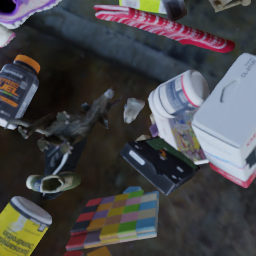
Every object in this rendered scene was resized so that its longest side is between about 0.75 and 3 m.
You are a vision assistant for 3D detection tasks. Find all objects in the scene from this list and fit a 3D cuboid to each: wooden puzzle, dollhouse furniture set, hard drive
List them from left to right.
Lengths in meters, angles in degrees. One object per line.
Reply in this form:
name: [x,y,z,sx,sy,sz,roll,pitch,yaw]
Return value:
wooden puzzle: [-0.208,1.650,5.251,1.557,2.625,0.184,-14,99,10]
dollhouse furniture set: [0.723,0.421,8.586,1.349,1.069,0.957,-40,119,11]
hard drive: [0.719,0.695,5.742,1.193,1.708,0.323,40,111,21]

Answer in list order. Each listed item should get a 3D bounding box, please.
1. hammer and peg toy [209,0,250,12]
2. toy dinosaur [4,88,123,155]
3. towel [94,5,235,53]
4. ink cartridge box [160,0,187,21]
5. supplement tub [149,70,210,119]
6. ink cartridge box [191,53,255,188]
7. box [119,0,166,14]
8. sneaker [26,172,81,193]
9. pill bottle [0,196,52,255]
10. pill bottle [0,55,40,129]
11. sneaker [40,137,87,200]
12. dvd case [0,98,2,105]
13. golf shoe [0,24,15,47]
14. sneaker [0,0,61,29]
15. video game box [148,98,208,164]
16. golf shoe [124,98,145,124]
hammer and peg toy: [2.464,-3.403,6.967,1.009,1.372,0.484,-26,43,32]
toy dinosaur: [-1.444,-0.008,6.162,2.681,1.371,1.032,-15,96,21]
towel: [0.767,-2.148,6.089,2.668,1.930,0.300,5,109,-29]
ink cartridge box: [0.590,-3.490,5.925,0.469,1.589,1.985,-22,62,17]
supplement tub: [0.890,-0.559,4.932,0.648,0.923,0.648,18,61,-38]
ink cartridge box: [2.170,-0.008,5.187,0.905,2.185,1.592,34,82,35]
box: [0.775,-5.607,10.078,1.770,0.692,2.904,9,73,3]
sneaker: [-1.329,1.080,5.413,1.121,0.503,0.376,6,89,-41]
pill bottle: [-3.071,2.985,7.212,1.224,1.224,2.185,31,76,9]
pill bottle: [-3.480,-1.139,8.505,1.139,1.139,2.144,19,74,6]
sneaker: [-2.060,0.991,8.184,0.947,0.819,2.164,18,75,29]
dvd case: [-3.973,-0.318,4.992,1.965,0.323,2.615,37,46,-4]
golf shoe: [-2.508,-1.666,5.115,1.046,0.479,0.394,-10,46,37]
sneaker: [-2.098,-2.802,5.828,1.890,0.835,0.760,-33,95,6]
video game box: [1.662,0.027,7.972,1.915,0.492,2.102,0,67,-43]
golf shoe: [0.122,-0.387,6.750,0.431,1.101,0.535,13,78,-4]
